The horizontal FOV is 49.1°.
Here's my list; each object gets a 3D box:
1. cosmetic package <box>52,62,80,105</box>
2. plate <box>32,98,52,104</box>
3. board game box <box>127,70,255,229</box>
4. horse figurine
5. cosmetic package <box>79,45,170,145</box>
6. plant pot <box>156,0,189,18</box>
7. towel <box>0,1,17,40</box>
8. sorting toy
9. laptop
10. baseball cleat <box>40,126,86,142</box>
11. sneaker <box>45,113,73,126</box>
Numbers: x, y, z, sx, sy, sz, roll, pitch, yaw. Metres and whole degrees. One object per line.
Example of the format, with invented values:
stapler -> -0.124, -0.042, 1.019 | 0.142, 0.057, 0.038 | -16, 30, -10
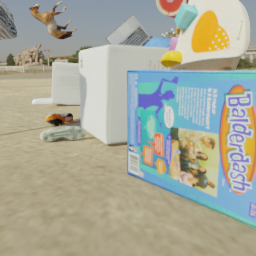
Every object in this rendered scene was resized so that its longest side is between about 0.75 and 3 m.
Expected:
cosmetic package -> -2.801, -2.141, 13.460 | 1.571, 1.906, 1.572 | 3, 12, -11
plate -> -4.278, -1.370, 14.235 | 1.153, 0.187, 1.156 | -5, 13, -19
board game box -> 0.885, 0.087, 3.799 | 0.509, 1.721, 2.263 | -10, 17, -39
horse figurine -> -2.960, -4.297, 11.466 | 1.297, 1.958, 0.489 | -27, 54, 1
cosmetic package -> 0.269, -0.973, 7.501 | 2.669, 2.220, 2.234 | -5, 13, -24
plant pot -> 1.608, -4.454, 9.605 | 1.442, 1.442, 1.276 | 5, 29, 22
towel -> -3.396, -2.316, 6.117 | 1.538, 0.795, 1.857 | -10, 9, -8
sorting toy -> 1.547, -2.139, 5.562 | 1.403, 2.363, 2.625 | 6, -4, 15
laptop -> 0.420, -3.038, 9.582 | 1.527, 1.631, 0.945 | -48, 13, -23
baseball cleat -> -1.603, 0.107, 6.895 | 1.079, 0.376, 0.575 | -2, 13, -15
sneaker -> -2.225, -0.257, 8.756 | 0.480, 0.395, 1.044 | -1, 2, 32
